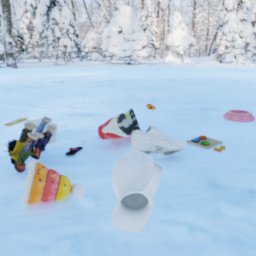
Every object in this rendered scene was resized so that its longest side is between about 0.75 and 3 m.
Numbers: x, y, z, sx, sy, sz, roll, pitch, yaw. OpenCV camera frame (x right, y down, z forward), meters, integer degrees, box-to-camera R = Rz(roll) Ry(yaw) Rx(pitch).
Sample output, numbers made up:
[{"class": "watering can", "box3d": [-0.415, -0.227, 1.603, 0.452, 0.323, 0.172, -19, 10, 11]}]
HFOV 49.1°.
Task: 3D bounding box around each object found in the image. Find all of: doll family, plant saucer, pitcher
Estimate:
[{"class": "doll family", "box3d": [-2.831, 0.501, 8.184, 0.944, 1.390, 2.406, 29, 13, 6]}, {"class": "plant saucer", "box3d": [5.375, -0.604, 13.589, 1.456, 0.369, 1.456, 0, 15, 0]}, {"class": "pitcher", "box3d": [0.251, 1.029, 5.747, 1.022, 1.446, 1.685, 29, 22, -10]}]

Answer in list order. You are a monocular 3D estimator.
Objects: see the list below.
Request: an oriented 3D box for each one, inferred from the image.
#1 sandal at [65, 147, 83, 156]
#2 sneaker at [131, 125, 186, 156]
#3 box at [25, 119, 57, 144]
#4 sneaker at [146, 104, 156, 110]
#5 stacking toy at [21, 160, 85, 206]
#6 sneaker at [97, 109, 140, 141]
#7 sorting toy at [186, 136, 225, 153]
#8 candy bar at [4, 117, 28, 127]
[{"class": "sandal", "box3d": [-1.805, 0.719, 9.298, 0.324, 0.195, 0.864, 5, 16, 20]}, {"class": "sneaker", "box3d": [0.965, 0.351, 8.738, 1.925, 0.956, 0.750, 3, -23, -27]}, {"class": "box", "box3d": [-3.158, 0.136, 10.092, 0.840, 0.723, 0.844, 19, 18, 30]}, {"class": "sneaker", "box3d": [1.213, -1.188, 15.748, 0.316, 0.299, 0.820, -16, 20, -27]}, {"class": "stacking toy", "box3d": [-1.649, 1.322, 6.389, 1.371, 1.001, 1.001, 12, 12, -17]}, {"class": "sneaker", "box3d": [-0.326, -0.053, 10.259, 1.168, 1.059, 2.750, -21, -6, 18]}, {"class": "sorting toy", "box3d": [2.890, 0.529, 10.002, 1.019, 0.183, 1.368, -12, 20, -36]}, {"class": "candy bar", "box3d": [-5.142, -0.289, 12.892, 0.350, 0.156, 1.405, 4, 16, 16]}]
